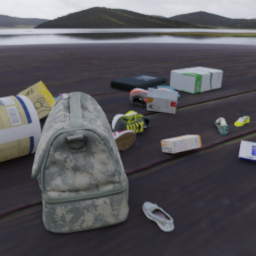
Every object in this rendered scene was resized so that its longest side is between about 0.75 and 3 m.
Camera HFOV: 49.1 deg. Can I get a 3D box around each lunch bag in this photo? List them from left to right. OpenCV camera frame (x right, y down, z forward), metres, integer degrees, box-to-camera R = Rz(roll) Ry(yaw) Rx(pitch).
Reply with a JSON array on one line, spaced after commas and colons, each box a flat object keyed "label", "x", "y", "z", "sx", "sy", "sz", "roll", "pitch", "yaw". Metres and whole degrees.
[{"label": "lunch bag", "x": -0.981, "y": 0.507, "z": 5.682, "sx": 1.703, "sy": 2.050, "sz": 2.445, "roll": -4, "pitch": 22, "yaw": -10}]

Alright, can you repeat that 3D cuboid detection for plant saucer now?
[{"label": "plant saucer", "x": 2.008, "y": -1.802, "z": 14.238, "sx": 0.752, "sy": 0.204, "sz": 2.152, "roll": -1, "pitch": 22, "yaw": -4}]

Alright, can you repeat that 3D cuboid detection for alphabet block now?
[{"label": "alphabet block", "x": -3.369, "y": -0.937, "z": 10.279, "sx": 1.003, "sy": 0.979, "sz": 0.984, "roll": -27, "pitch": 36, "yaw": 3}]

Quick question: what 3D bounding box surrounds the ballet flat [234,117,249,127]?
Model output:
[{"label": "ballet flat", "x": 4.117, "y": -0.251, "z": 10.110, "sx": 0.783, "sy": 0.263, "sz": 0.262, "roll": -16, "pitch": 34, "yaw": -34}]

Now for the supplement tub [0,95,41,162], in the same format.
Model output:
[{"label": "supplement tub", "x": -3.615, "y": 0.128, "z": 7.217, "sx": 2.286, "sy": 1.651, "sz": 1.651, "roll": -16, "pitch": 26, "yaw": -36}]

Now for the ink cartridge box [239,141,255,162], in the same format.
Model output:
[{"label": "ink cartridge box", "x": 3.395, "y": 0.692, "z": 7.784, "sx": 0.552, "sy": 0.216, "sz": 1.165, "roll": 10, "pitch": 21, "yaw": 22}]

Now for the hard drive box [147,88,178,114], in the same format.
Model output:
[{"label": "hard drive box", "x": 1.342, "y": -1.061, "z": 11.112, "sx": 1.163, "sy": 0.906, "sz": 0.447, "roll": 8, "pitch": 59, "yaw": 10}]

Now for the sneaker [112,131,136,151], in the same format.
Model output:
[{"label": "sneaker", "x": -0.601, "y": 0.352, "z": 8.136, "sx": 1.646, "sy": 0.586, "sz": 0.926, "roll": -22, "pitch": 33, "yaw": -40}]

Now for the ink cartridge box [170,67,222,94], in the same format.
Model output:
[{"label": "ink cartridge box", "x": 3.720, "y": -2.635, "z": 15.258, "sx": 2.369, "sy": 0.984, "sz": 1.737, "roll": -15, "pitch": 26, "yaw": -34}]

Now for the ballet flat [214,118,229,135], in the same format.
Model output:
[{"label": "ballet flat", "x": 3.250, "y": -0.132, "z": 9.672, "sx": 0.415, "sy": 0.415, "sz": 1.119, "roll": 1, "pitch": 21, "yaw": 3}]

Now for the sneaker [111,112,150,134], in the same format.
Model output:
[{"label": "sneaker", "x": 0.114, "y": -0.107, "z": 9.119, "sx": 0.828, "sy": 0.728, "sz": 1.956, "roll": 10, "pitch": 23, "yaw": 23}]

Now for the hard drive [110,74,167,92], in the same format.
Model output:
[{"label": "hard drive", "x": 0.614, "y": -2.526, "z": 15.708, "sx": 1.901, "sy": 0.448, "sz": 2.724, "roll": 19, "pitch": 28, "yaw": 38}]

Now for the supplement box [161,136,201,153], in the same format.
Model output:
[{"label": "supplement box", "x": 1.501, "y": 0.458, "z": 7.967, "sx": 0.951, "sy": 0.350, "sz": 0.599, "roll": -9, "pitch": 3, "yaw": -23}]

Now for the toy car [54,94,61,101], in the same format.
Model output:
[{"label": "toy car", "x": -2.729, "y": -1.115, "z": 11.769, "sx": 0.870, "sy": 0.652, "sz": 0.761, "roll": -10, "pitch": 24, "yaw": -11}]

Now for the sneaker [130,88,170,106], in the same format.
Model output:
[{"label": "sneaker", "x": 1.025, "y": -1.173, "z": 12.135, "sx": 2.046, "sy": 0.788, "sz": 0.838, "roll": 1, "pitch": 40, "yaw": 15}]

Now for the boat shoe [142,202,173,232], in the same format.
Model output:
[{"label": "boat shoe", "x": 0.562, "y": 1.624, "z": 5.291, "sx": 0.298, "sy": 0.259, "sz": 0.808, "roll": -12, "pitch": 25, "yaw": -27}]
